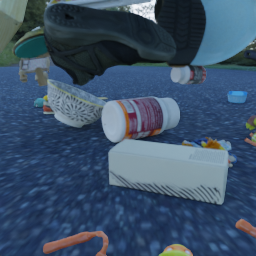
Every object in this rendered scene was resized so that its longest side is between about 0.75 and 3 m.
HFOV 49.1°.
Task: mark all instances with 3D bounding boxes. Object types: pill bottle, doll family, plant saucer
[{"bbox_3d":[1.672,-1.481,7.781,0.906,0.525,0.525,-6,16,-30],"label":"pill bottle"},{"bbox_3d":[0.363,-0.279,7.460,1.931,1.058,1.058,-10,18,-31],"label":"pill bottle"},{"bbox_3d":[1.554,0.410,5.809,0.826,0.600,1.331,-12,19,-38],"label":"doll family"},{"bbox_3d":[2.419,-2.947,7.663,2.939,2.939,0.566,14,-7,42],"label":"plant saucer"}]

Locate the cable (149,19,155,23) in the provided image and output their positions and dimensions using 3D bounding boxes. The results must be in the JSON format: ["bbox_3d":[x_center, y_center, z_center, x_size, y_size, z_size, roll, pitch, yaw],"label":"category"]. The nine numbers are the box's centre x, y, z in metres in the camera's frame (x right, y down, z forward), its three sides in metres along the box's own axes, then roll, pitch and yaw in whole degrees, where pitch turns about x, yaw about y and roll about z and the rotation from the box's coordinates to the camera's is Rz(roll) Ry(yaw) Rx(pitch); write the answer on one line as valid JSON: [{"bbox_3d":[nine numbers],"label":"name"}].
[{"bbox_3d":[0.525,-2.789,8.341,0.305,0.882,0.882,4,-9,-22],"label":"cable"}]

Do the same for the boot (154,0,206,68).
[{"bbox_3d":[1.170,-2.635,7.279,1.117,2.883,1.994,4,-12,-2],"label":"boot"}]

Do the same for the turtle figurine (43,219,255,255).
[{"bbox_3d":[0.228,1.326,1.689,1.846,0.595,1.489,2,40,6],"label":"turtle figurine"}]

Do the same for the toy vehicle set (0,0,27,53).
[{"bbox_3d":[-2.559,-2.425,5.635,0.383,1.793,2.885,27,41,-37],"label":"toy vehicle set"}]

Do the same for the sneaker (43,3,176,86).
[{"bbox_3d":[-0.316,-1.260,4.623,2.085,0.797,1.195,1,-28,-18],"label":"sneaker"}]

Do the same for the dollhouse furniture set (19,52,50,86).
[{"bbox_3d":[-2.975,-2.117,8.752,0.907,0.775,1.750,-9,49,-5],"label":"dollhouse furniture set"}]

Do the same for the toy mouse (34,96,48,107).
[{"bbox_3d":[-3.332,-1.122,11.907,1.791,0.347,1.592,0,15,-1],"label":"toy mouse"}]

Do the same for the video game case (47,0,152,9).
[{"bbox_3d":[-0.545,-3.532,6.907,2.323,0.292,2.552,-4,44,10],"label":"video game case"}]

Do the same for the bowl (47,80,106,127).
[{"bbox_3d":[-1.624,-0.621,8.436,2.011,0.944,2.011,24,10,-5],"label":"bowl"}]

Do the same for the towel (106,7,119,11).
[{"bbox_3d":[-0.154,-3.522,10.096,0.417,2.286,1.696,-28,14,9],"label":"towel"}]

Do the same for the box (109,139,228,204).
[{"bbox_3d":[0.670,0.679,4.733,1.892,0.647,0.777,6,16,22],"label":"box"}]

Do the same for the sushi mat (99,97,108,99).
[{"bbox_3d":[-1.383,-1.416,13.569,0.755,0.046,0.361,-9,18,-31],"label":"sushi mat"}]

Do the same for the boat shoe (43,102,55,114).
[{"bbox_3d":[-2.485,-0.792,10.555,1.385,0.433,0.493,-4,14,-18],"label":"boat shoe"}]

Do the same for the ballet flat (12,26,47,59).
[{"bbox_3d":[-2.121,-2.540,7.619,2.134,0.754,0.754,-23,17,-1],"label":"ballet flat"}]

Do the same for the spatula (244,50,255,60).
[{"bbox_3d":[3.000,-1.230,5.248,1.615,0.456,0.166,20,26,21],"label":"spatula"}]

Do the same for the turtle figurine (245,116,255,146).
[{"bbox_3d":[3.633,0.058,7.077,1.898,0.611,1.530,-1,15,-4],"label":"turtle figurine"}]

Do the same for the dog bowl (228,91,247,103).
[{"bbox_3d":[5.105,-1.453,13.101,0.826,0.367,1.482,6,17,22],"label":"dog bowl"}]
